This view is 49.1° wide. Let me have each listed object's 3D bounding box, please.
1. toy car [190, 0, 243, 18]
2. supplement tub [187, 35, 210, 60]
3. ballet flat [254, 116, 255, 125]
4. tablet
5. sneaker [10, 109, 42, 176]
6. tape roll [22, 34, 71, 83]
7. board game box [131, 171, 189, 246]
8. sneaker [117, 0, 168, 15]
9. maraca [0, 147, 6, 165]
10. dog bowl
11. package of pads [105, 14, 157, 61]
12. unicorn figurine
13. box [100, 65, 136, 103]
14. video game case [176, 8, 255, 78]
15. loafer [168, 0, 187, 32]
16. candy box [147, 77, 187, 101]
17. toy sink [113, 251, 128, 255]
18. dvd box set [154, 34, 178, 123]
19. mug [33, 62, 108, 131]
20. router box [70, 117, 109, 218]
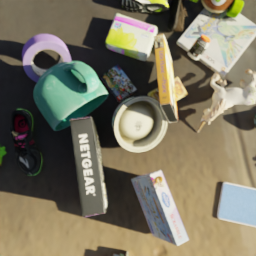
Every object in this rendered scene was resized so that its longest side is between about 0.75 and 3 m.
[{"bbox_3d":[3.685,-5.646,10.160,2.018,2.457,1.938,22,70,-1],"label":"toy car"},{"bbox_3d":[2.668,-3.025,10.522,0.521,0.850,0.521,20,42,-19],"label":"supplement tub"},{"bbox_3d":[5.842,-0.404,10.593,2.242,0.832,0.832,-17,82,0],"label":"ballet flat"},{"bbox_3d":[4.419,2.890,10.328,2.106,0.144,1.370,12,82,3],"label":"tablet"},{"bbox_3d":[-3.846,0.524,10.196,0.980,1.070,2.553,-17,82,-2],"label":"sneaker"},{"bbox_3d":[-2.992,-2.494,10.291,1.689,1.689,0.718,-24,44,-3],"label":"tape roll"},{"bbox_3d":[0.948,2.603,9.323,0.455,2.205,2.210,-19,83,-18],"label":"board game box"},{"bbox_3d":[0.588,-5.178,11.270,2.119,0.783,0.857,10,70,-3],"label":"sneaker"},{"bbox_3d":[-4.992,1.140,10.355,0.784,0.612,1.143,26,77,13],"label":"maraca"},{"bbox_3d":[0.335,-0.196,10.088,2.060,0.759,2.060,-6,108,-21],"label":"dog bowl"},{"bbox_3d":[0.106,-3.521,11.013,1.778,0.606,1.373,19,83,3],"label":"package of pads"},{"bbox_3d":[3.709,-1.154,10.306,2.806,1.036,1.928,-13,52,27],"label":"unicorn figurine"},{"bbox_3d":[-0.377,-1.725,10.946,0.858,0.237,1.257,-36,83,-5],"label":"box"},{"bbox_3d":[3.608,-3.665,11.195,2.315,0.279,2.539,38,83,5],"label":"video game case"},{"bbox_3d":[2.040,-4.607,11.244,0.626,0.641,1.756,18,80,-27],"label":"loafer"},{"bbox_3d":[1.510,-1.285,10.809,1.336,0.369,0.771,-29,84,-5],"label":"candy box"},{"bbox_3d":[-0.366,4.780,9.833,0.504,0.587,0.900,17,83,3],"label":"toy sink"},{"bbox_3d":[1.326,-1.638,9.695,0.370,1.843,2.520,-8,70,15],"label":"dvd box set"},{"bbox_3d":[-1.926,-1.350,9.668,2.770,2.276,1.713,-36,87,24],"label":"mug"},{"bbox_3d":[-1.264,1.301,9.473,0.763,2.228,2.988,-9,80,-3],"label":"router box"}]
